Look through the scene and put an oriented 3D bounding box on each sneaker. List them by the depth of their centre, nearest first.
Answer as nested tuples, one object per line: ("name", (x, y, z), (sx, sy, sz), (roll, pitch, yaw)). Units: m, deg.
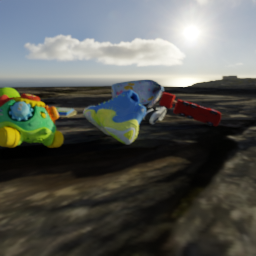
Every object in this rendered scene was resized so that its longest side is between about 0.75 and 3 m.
("sneaker", (-0.350, -0.494, 8.953), (1.085, 1.505, 2.866), (41, -7, -37))
("sneaker", (0.974, -0.713, 12.084), (0.972, 0.635, 1.737), (26, 21, 18))

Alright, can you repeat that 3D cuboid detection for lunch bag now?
("lunch bag", (0.429, -1.369, 12.924), (2.260, 1.437, 1.916), (-11, -5, -4))

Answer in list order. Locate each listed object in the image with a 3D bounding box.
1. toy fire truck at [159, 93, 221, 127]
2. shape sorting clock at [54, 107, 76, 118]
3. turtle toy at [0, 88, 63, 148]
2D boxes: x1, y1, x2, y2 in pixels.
("toy fire truck", (2.546, -0.805, 11.792), (2.497, 0.609, 1.761), (18, 14, 6))
("shape sorting clock", (-3.356, -0.739, 13.743), (1.589, 0.312, 1.589), (4, 14, -1))
("turtle toy", (-2.932, -0.321, 7.546), (2.518, 1.273, 1.835), (19, 8, 34))
